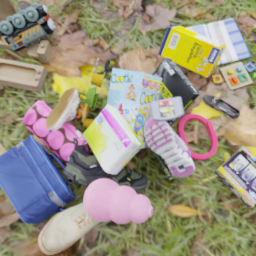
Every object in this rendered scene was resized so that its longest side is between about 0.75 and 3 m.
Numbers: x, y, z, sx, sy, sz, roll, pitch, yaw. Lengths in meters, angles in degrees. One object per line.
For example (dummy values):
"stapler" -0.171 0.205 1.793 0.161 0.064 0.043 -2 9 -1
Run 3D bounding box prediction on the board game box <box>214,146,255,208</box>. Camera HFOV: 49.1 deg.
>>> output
"board game box" 4.222 1.734 10.020 1.409 0.483 1.705 -38 73 -12

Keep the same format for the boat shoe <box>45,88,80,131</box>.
"boat shoe" -2.140 -0.550 9.754 0.741 0.725 2.093 -9 39 26

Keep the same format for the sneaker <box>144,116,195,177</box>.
"sneaker" 1.342 0.485 9.039 2.303 0.926 1.018 53 30 -18

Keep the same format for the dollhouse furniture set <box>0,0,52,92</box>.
"dollhouse furniture set" -4.642 -3.474 11.053 2.767 2.371 2.910 11 69 4

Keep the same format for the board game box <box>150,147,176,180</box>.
"board game box" 1.399 0.746 10.242 1.160 0.260 2.214 -14 63 -36

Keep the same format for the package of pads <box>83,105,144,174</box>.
"package of pads" -0.494 0.345 8.041 1.290 0.569 1.670 -49 53 16

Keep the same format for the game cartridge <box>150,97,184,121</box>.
"game cartridge" 1.127 -0.528 8.122 0.920 0.188 0.612 -10 80 8

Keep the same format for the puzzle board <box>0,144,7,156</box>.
"puzzle board" -5.080 1.571 10.264 1.356 0.157 1.800 43 75 14

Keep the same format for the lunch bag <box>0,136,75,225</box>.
"lunch bag" -2.937 1.739 9.251 1.822 1.871 2.754 -37 76 -13

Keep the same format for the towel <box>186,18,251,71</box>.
"towel" 3.609 -3.680 12.217 2.934 0.349 2.155 -12 71 -5

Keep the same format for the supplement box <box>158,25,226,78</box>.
"supplement box" 2.481 -3.023 10.923 2.159 1.182 1.175 30 31 16

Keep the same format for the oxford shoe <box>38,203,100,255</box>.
"oxford shoe" -1.375 2.617 8.124 0.956 0.997 2.701 56 36 5

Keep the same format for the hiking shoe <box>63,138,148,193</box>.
"hiking shoe" -0.539 1.248 9.299 2.984 1.130 1.502 16 88 -25

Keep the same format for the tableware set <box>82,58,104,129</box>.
"tableware set" -1.201 -0.861 9.708 0.434 2.829 1.906 15 59 -6

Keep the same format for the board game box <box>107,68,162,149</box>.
"board game box" 0.106 -0.596 8.992 1.219 1.197 2.324 16 99 33

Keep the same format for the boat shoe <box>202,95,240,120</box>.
"boat shoe" 3.708 -0.904 11.073 1.586 0.452 0.530 34 72 13

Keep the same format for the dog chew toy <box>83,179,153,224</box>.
"dog chew toy" -0.247 2.027 7.489 1.845 1.149 1.149 8 68 20

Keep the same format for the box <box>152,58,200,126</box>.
"box" 1.443 -1.276 10.432 0.458 1.863 1.929 -4 53 -43

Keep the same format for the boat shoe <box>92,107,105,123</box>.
"boat shoe" -0.363 -0.487 10.539 0.957 0.934 2.529 27 63 28

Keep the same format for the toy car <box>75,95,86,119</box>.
"toy car" -1.744 -0.728 10.663 0.392 1.177 0.577 23 64 -3

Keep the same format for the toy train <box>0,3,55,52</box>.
"toy train" -3.971 -3.931 11.025 2.244 1.279 0.956 -19 34 15

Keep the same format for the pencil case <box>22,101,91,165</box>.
"pencil case" -2.553 0.145 10.198 2.785 1.304 1.264 37 50 12

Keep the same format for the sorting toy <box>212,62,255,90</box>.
"sorting toy" 4.514 -2.208 11.687 1.988 0.271 1.119 -19 70 -7

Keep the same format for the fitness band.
"fitness band" 2.635 0.326 10.675 1.334 0.348 1.857 -10 68 -1

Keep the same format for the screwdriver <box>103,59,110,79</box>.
"screwdriver" -0.951 -2.101 11.018 0.199 1.425 0.207 39 44 12
